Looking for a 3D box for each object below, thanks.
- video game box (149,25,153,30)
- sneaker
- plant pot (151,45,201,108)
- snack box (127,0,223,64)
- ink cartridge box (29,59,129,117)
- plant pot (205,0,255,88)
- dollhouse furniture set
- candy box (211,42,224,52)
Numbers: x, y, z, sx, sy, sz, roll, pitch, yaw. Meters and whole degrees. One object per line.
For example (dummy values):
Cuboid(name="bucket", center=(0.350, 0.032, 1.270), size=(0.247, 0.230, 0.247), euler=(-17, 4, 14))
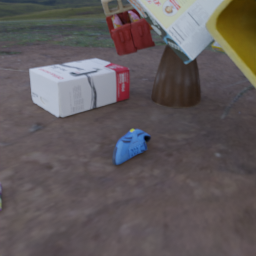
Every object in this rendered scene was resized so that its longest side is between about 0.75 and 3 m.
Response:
Cuboid(name="video game box", center=(1.490, -3.969, 7.562), size=(2.417, 0.621, 2.653), euler=(-18, -14, 5))
Cuboid(name="sneaker", center=(0.109, 0.419, 6.249), size=(0.533, 0.448, 1.360), euler=(14, 29, 20))
Cuboid(name="plant pot", center=(1.657, -1.814, 9.341), size=(1.708, 1.828, 1.708), euler=(0, 25, 0))
Cuboid(name="snack box", center=(0.861, -2.479, 5.324), size=(1.287, 2.215, 0.411), euler=(-44, 6, -4))
Cuboid(name="ink cartridge box", center=(-1.586, -1.450, 9.358), size=(2.716, 1.125, 1.993), euler=(-21, 33, -38))
Cuboid(name="plant pot", center=(3.591, -1.742, 4.415), size=(2.829, 2.766, 2.747), euler=(-23, 73, -43))
Cuboid(name="dollhouse furniture set", center=(-0.202, -3.730, 8.104), size=(1.166, 2.866, 1.542), euler=(-18, 40, 1))
Cuboid(name="candy box", center=(2.411, -2.157, 6.228), size=(1.097, 0.145, 0.561), euler=(-50, 37, 1))
